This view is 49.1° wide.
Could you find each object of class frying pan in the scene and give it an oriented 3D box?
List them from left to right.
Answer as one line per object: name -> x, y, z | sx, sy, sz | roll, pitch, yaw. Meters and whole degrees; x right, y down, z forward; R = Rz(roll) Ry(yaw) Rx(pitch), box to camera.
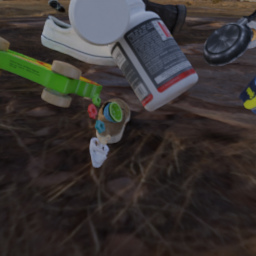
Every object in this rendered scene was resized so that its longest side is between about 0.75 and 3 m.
frying pan -> 3.217, -2.731, 7.994 | 2.498, 0.407, 1.511 | -33, 42, 27

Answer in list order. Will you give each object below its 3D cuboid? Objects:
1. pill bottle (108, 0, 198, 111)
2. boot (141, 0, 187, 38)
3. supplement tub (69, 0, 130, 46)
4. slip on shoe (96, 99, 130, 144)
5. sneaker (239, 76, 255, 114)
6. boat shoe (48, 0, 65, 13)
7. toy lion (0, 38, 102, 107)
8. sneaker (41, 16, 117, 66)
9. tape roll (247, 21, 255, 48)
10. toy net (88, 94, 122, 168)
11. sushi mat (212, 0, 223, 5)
pill bottle -> 0.480, -2.045, 7.654 | 1.656, 2.859, 1.656 | -32, -3, -2
boot -> 0.474, -3.505, 10.053 | 2.518, 2.892, 1.001 | 3, 51, -17
supplement tub -> -0.635, -2.471, 6.111 | 1.263, 1.263, 1.737 | -4, 23, -7
slip on shoe -> -0.541, -0.546, 9.803 | 1.115, 0.889, 2.934 | 3, 27, 7
sneaker -> 2.949, -0.665, 6.198 | 0.715, 0.643, 1.739 | 31, 32, 1
boat shoe -> -2.803, -4.803, 11.085 | 0.302, 0.321, 0.893 | 52, 18, 13
toy lion -> -2.075, -1.394, 7.233 | 2.779, 0.954, 2.664 | 22, 10, -2
sneaker -> -1.360, -2.631, 8.485 | 2.678, 0.948, 0.978 | 17, 32, 1
tape roll -> 3.768, -2.887, 8.720 | 0.806, 0.806, 0.282 | 1, 16, 2
toy net -> -0.495, 0.032, 5.440 | 0.286, 0.777, 1.480 | -14, 50, 28
sushi mat -> 3.197, -4.689, 10.084 | 0.390, 0.049, 0.816 | -10, -5, 23
